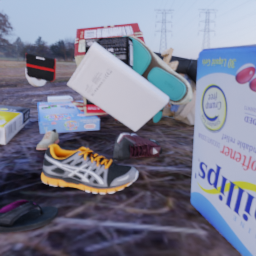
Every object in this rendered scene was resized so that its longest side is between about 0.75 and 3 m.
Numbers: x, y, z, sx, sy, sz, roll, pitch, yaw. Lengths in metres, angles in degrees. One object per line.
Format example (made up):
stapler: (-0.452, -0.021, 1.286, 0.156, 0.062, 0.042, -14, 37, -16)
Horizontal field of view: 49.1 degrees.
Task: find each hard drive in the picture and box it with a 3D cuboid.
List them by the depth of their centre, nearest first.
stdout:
hard drive: (-0.252, -0.819, 6.214, 1.951, 1.287, 0.256, 34, 44, -14)

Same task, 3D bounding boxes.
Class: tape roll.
tape roll: (-8.976, -5.236, 27.414, 0.445, 2.438, 2.438, -5, 10, 27)

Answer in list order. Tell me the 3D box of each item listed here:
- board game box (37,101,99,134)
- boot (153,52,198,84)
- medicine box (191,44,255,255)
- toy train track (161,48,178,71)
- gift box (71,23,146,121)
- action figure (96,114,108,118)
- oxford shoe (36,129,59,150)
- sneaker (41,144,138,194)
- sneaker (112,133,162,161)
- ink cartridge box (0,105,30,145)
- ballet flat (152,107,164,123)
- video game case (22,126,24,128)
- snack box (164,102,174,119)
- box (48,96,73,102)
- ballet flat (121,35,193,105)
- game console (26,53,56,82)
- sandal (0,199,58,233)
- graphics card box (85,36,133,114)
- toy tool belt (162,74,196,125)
board game box: (-2.484, -0.511, 11.202, 2.132, 0.516, 2.819, -4, 19, -17)
boot: (1.732, -2.119, 10.153, 2.157, 0.708, 1.778, 10, 33, -6)
medicine box: (2.021, 0.302, 3.620, 1.372, 2.666, 2.429, -4, 14, -15)
toy train track: (0.772, -1.415, 8.858, 0.425, 2.614, 1.499, 25, -10, -22)
gift box: (-0.786, -2.103, 10.568, 2.992, 2.794, 2.761, -4, 40, 2)
action figure: (-0.914, -1.105, 12.698, 1.825, 1.642, 2.452, 23, 44, -2)
oxford shoe: (-2.394, 0.341, 8.265, 0.435, 0.454, 1.230, 1, 13, 2)
sneaker: (-0.813, 0.797, 5.670, 2.039, 0.788, 0.798, 3, 12, 7)
sneaker: (0.324, 0.500, 7.002, 0.999, 0.654, 1.729, 12, 11, 18)
ink cartridge box: (-4.947, -0.270, 8.834, 2.967, 0.697, 2.932, 7, 15, -9)
ballet flat: (0.887, -0.538, 8.216, 0.267, 0.787, 0.284, 11, 18, -22)
video game case: (-5.149, 0.062, 9.831, 2.190, 0.279, 1.979, 1, 14, 8)
snack box: (1.939, -1.218, 12.368, 0.288, 1.551, 0.901, -16, 22, -39)
box: (-3.328, -1.126, 13.779, 1.142, 0.746, 1.136, -4, 14, -18)
ballet flat: (0.727, -1.639, 8.293, 2.923, 0.986, 0.911, 48, 19, 21)
game console: (-2.517, -1.733, 8.074, 0.855, 0.756, 0.133, 11, 35, -3)
sandal: (-1.823, 1.339, 4.308, 1.444, 0.346, 0.543, -3, 14, -13)
graphics card box: (-0.551, -1.491, 8.104, 1.343, 2.141, 0.545, 0, 7, 16)
toy tool belt: (2.364, -1.403, 10.971, 1.512, 2.460, 1.536, 22, 6, 17)
